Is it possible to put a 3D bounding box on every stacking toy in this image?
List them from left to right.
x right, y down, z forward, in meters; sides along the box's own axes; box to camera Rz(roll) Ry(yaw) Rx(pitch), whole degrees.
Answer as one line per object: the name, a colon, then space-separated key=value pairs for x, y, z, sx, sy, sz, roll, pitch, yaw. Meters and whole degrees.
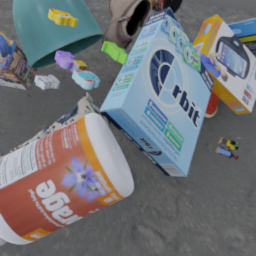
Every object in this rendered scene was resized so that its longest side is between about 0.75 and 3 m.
stacking toy: x=-1.005 y=-1.111 z=5.300 sx=0.483 sy=1.551 sz=2.058 roll=-12 pitch=44 yaw=-47

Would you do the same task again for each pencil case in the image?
pencil case: x=-1.671 y=0.418 z=6.288 sx=2.732 sy=1.063 sz=1.222 roll=-33 pitch=43 yaw=7

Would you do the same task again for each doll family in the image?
doll family: x=2.472 y=0.525 z=6.897 sx=0.498 sy=0.338 sz=0.861 roll=27 pitch=49 yaw=11

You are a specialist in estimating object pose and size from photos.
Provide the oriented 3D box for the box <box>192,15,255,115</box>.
box: x=2.708 y=-1.515 z=7.372 sx=2.536 sy=0.526 sz=1.510 roll=34 pitch=69 yaw=-22

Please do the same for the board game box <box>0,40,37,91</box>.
board game box: x=-3.719 y=-1.891 z=8.355 sx=1.275 sy=1.600 sz=0.775 roll=11 pitch=74 yaw=9

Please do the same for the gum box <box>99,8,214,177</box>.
gum box: x=0.780 y=-0.671 z=5.578 sx=0.566 sy=2.158 sz=2.540 roll=-6 pitch=49 yaw=43

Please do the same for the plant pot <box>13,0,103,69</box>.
plant pot: x=-2.074 y=-2.918 z=7.717 sx=2.239 sy=2.239 sz=1.797 roll=-29 pitch=101 yaw=-21

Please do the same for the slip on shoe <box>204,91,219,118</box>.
slip on shoe: x=2.929 y=-1.063 z=9.812 sx=0.649 sy=0.536 sz=1.753 roll=23 pitch=57 yaw=15

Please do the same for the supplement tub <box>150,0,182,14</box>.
supplement tub: x=0.767 y=-3.989 z=8.284 sx=0.888 sy=0.888 sz=1.661 roll=-31 pitch=52 yaw=-22

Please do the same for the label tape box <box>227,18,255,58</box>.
label tape box: x=3.462 y=-2.484 z=8.111 sx=1.676 sy=2.340 sz=0.773 roll=7 pitch=69 yaw=51

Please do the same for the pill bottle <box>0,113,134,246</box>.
pill bottle: x=-1.261 y=0.886 z=4.285 sx=2.449 sy=1.374 sz=1.374 roll=-27 pitch=55 yaw=4

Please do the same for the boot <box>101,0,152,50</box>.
boot: x=0.071 y=-3.516 z=8.468 sx=0.931 sy=1.938 sz=2.651 roll=23 pitch=84 yaw=-28

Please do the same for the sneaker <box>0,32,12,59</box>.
sneaker: x=-3.063 y=-1.612 z=5.690 sx=1.604 sy=0.604 sz=0.707 roll=11 pitch=39 yaw=30
